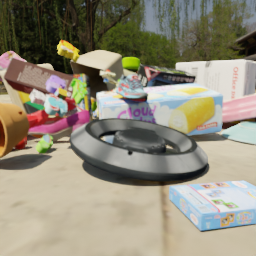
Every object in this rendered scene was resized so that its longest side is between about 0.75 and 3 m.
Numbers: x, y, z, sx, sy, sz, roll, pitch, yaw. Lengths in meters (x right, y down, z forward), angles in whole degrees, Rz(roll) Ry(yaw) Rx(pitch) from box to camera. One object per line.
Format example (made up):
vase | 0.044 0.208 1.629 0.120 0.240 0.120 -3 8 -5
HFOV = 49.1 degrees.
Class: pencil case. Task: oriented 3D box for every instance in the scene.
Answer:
pencil case | -3.398 -1.469 9.977 2.777 1.150 1.201 37 -9 -15

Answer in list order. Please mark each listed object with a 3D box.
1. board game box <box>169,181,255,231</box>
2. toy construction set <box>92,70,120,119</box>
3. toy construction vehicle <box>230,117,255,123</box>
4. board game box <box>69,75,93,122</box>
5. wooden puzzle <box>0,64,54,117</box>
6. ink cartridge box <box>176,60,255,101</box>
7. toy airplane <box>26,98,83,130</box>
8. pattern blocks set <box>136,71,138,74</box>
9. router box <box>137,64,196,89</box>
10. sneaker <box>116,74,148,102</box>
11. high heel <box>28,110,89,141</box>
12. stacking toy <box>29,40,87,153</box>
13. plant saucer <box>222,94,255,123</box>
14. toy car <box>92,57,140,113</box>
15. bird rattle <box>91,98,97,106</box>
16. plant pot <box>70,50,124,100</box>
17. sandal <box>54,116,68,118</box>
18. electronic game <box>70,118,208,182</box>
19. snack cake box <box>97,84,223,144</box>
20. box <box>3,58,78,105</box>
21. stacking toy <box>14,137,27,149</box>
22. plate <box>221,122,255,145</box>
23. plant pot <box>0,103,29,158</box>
board game box | 1.025 0.775 2.947 0.970 0.178 0.734 -2 9 -14
toy construction set | -0.487 -0.903 7.819 0.902 1.376 0.634 7 -1 16
toy construction vehicle | 3.840 -0.302 9.030 1.131 0.398 0.984 6 11 32
board game box | -1.501 -0.899 9.020 0.535 1.559 1.886 -3 9 -4
wooden puzzle | -2.930 -1.159 9.125 1.807 1.953 0.364 -24 -3 -42
ink cartridge box | 3.456 -1.576 11.384 2.977 2.173 1.255 10 12 44
toy airplane | -2.107 -0.247 6.801 2.508 0.461 2.508 -17 1 0
pattern blocks set | 0.881 -1.611 12.398 2.663 2.341 0.216 26 61 24
router box | 1.145 -1.173 9.479 2.150 1.611 0.668 -2 30 -37
sneaker | 0.070 -0.867 5.852 0.436 0.525 1.100 5 15 -32
high heel | -1.549 -0.091 6.282 1.394 0.668 0.469 -2 -23 17
stacking toy | -1.490 -0.673 5.683 0.479 1.538 2.040 21 32 -32
plant saucer | 3.686 -0.668 8.527 2.480 0.629 2.480 -13 1 0
toy car | -0.643 -1.635 12.204 2.182 2.271 2.765 3 -3 -10
bird rattle | -2.258 -1.609 14.173 2.835 1.597 2.311 0 29 17
plant pot | -0.917 -1.943 9.925 1.462 1.460 1.295 21 53 27
sandal | -1.924 -0.294 8.257 0.599 0.668 1.821 -12 14 -14
electronic game | 0.178 0.297 4.621 2.238 0.466 2.238 8 16 -2
snack cake box | 0.664 -0.408 6.769 2.715 0.912 1.561 -7 20 -8
box | -2.118 -1.101 7.080 1.699 0.637 0.851 16 -12 -4
stacking toy | -2.525 0.265 5.400 0.493 0.493 1.156 9 9 44
plate | 3.573 0.096 6.849 2.444 0.312 2.444 1 9 0
plant pot | -2.057 -0.020 4.483 0.939 0.939 0.657 4 16 22
